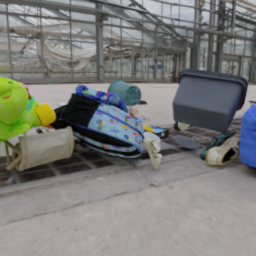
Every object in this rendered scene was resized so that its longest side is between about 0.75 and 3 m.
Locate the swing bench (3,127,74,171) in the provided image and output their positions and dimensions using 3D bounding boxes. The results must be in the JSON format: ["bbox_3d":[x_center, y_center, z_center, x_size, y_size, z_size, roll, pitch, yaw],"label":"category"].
[{"bbox_3d":[-2.332,0.548,7.308,1.381,0.901,1.389,-12,5,-41],"label":"swing bench"}]

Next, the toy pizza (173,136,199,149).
[{"bbox_3d":[1.890,0.434,9.075,0.873,0.138,0.873,22,-18,8],"label":"toy pizza"}]

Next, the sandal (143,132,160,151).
[{"bbox_3d":[0.688,0.471,8.749,0.585,0.353,1.437,30,15,-3],"label":"sandal"}]

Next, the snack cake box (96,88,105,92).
[{"bbox_3d":[-1.561,-0.790,12.161,0.878,1.504,2.615,33,14,0],"label":"snack cake box"}]

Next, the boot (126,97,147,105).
[{"bbox_3d":[0.222,-1.241,11.159,1.187,0.575,0.443,10,2,-2],"label":"boot"}]

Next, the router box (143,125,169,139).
[{"bbox_3d":[0.912,0.173,10.985,0.854,0.292,1.145,-12,17,-31],"label":"router box"}]

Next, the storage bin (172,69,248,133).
[{"bbox_3d":[2.327,-0.695,8.486,2.077,1.511,1.395,15,53,24],"label":"storage bin"}]

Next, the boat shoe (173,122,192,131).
[{"bbox_3d":[2.412,-0.307,11.162,1.491,0.545,0.467,-27,6,-29],"label":"boat shoe"}]

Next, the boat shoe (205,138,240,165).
[{"bbox_3d":[2.894,0.696,7.924,1.668,0.602,0.542,-14,17,-37],"label":"boat shoe"}]

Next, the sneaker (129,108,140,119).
[{"bbox_3d":[0.213,-0.515,10.817,0.335,0.340,0.868,-41,6,21],"label":"sneaker"}]

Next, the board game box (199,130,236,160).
[{"bbox_3d":[2.695,0.490,8.373,1.242,0.840,0.175,-12,48,-47],"label":"board game box"}]

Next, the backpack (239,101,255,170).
[{"bbox_3d":[4.076,-0.039,7.271,2.328,2.404,2.865,0,13,36],"label":"backpack"}]

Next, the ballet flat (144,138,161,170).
[{"bbox_3d":[0.687,0.674,7.228,0.328,0.944,0.328,-21,20,8],"label":"ballet flat"}]

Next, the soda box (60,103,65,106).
[{"bbox_3d":[-3.578,-1.193,16.993,1.414,0.482,0.450,7,14,27],"label":"soda box"}]

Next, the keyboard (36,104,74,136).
[{"bbox_3d":[-2.245,-0.070,9.339,1.633,0.265,2.569,-29,-16,-3],"label":"keyboard"}]

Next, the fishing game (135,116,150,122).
[{"bbox_3d":[-0.019,-0.473,14.061,2.089,0.325,1.496,-5,13,-14],"label":"fishing game"}]

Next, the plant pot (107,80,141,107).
[{"bbox_3d":[-0.096,-1.153,9.783,0.969,0.969,0.949,-8,15,-34],"label":"plant pot"}]

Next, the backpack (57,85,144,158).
[{"bbox_3d":[-0.554,-0.072,8.161,2.284,1.536,2.085,17,-16,20],"label":"backpack"}]

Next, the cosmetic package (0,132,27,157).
[{"bbox_3d":[-4.119,0.077,9.348,0.957,1.213,2.255,-2,14,-9],"label":"cosmetic package"}]

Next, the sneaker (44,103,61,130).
[{"bbox_3d":[-2.696,-0.461,9.730,0.783,0.951,2.068,8,-5,5],"label":"sneaker"}]

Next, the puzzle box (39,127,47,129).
[{"bbox_3d":[-3.840,-0.386,13.655,1.586,0.303,2.384,-10,16,-36],"label":"puzzle box"}]

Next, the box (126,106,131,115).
[{"bbox_3d":[-0.572,-0.179,10.475,0.951,1.214,1.951,4,12,15],"label":"box"}]

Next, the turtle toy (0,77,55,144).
[{"bbox_3d":[-2.915,-0.370,6.627,2.016,1.398,2.766,-31,13,-28],"label":"turtle toy"}]
